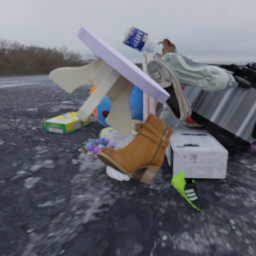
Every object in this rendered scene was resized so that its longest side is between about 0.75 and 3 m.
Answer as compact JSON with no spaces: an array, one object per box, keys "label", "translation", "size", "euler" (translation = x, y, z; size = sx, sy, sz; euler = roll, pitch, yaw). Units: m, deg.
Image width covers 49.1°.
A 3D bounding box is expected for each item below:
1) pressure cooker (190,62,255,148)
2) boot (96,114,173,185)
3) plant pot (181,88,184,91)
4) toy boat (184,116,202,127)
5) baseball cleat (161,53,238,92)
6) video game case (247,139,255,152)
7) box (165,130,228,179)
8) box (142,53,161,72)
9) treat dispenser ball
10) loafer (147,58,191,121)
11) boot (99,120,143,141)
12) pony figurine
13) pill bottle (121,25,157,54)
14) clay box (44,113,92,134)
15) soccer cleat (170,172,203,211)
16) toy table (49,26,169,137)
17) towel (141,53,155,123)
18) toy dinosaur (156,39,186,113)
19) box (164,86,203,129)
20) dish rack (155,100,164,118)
[{"label":"pressure cooker","translation":[4.051,-1.037,10.500],"size":[2.617,2.930,2.577],"euler":[26,8,-21]},{"label":"boot","translation":[0.307,0.421,7.244],"size":[2.242,1.741,0.860],"euler":[31,-7,-41]},{"label":"plant pot","translation":[2.568,-2.388,13.152],"size":[1.737,1.737,1.701],"euler":[5,32,16]},{"label":"toy boat","translation":[3.604,-0.610,14.240],"size":[1.510,0.987,0.985],"euler":[0,17,-1]},{"label":"baseball cleat","translation":[2.169,-1.660,8.888],"size":[1.439,0.943,2.703],"euler":[5,24,-38]},{"label":"video game case","translation":[6.144,0.633,10.544],"size":[2.348,0.420,2.128],"euler":[-8,10,-26]},{"label":"box","translation":[2.153,0.773,9.503],"size":[1.634,0.842,2.801],"euler":[0,13,1]},{"label":"box","translation":[1.108,-2.477,12.125],"size":[1.048,1.535,0.289],"euler":[-6,52,-53]},{"label":"treat dispenser ball","translation":[-0.348,-1.348,13.513],"size":[2.993,2.993,2.993],"euler":[0,15,0]},{"label":"loafer","translation":[1.203,-1.154,8.409],"size":[0.737,2.051,0.645],"euler":[-27,11,37]},{"label":"boot","translation":[0.253,0.352,11.242],"size":[2.342,0.844,1.811],"euler":[-15,21,-39]},{"label":"pony figurine","translation":[-0.422,0.816,8.764],"size":[1.731,1.493,1.793],"euler":[4,-6,28]},{"label":"pill bottle","translation":[0.540,-4.097,13.191],"size":[1.532,0.917,0.917],"euler":[22,11,-14]},{"label":"clay box","translation":[-2.922,-0.303,14.157],"size":[1.326,0.549,2.308],"euler":[8,17,26]},{"label":"soccer cleat","translation":[1.491,1.524,6.641],"size":[0.471,1.162,0.392],"euler":[-44,20,-3]},{"label":"toy table","translation":[-0.507,-1.071,7.111],"size":[2.718,1.592,2.498],"euler":[41,14,2]},{"label":"towel","translation":[0.813,-1.031,10.796],"size":[0.456,2.703,2.830],"euler":[-2,-18,7]},{"label":"toy dinosaur","translation":[1.572,-2.029,11.111],"size":[1.866,2.754,1.182],"euler":[37,34,13]},{"label":"box","translation":[2.308,-0.932,11.186],"size":[0.529,2.004,2.570],"euler":[34,6,12]},{"label":"dish rack","translation":[1.473,-1.043,13.980],"size":[0.287,1.319,1.132],"euler":[3,55,-11]}]
